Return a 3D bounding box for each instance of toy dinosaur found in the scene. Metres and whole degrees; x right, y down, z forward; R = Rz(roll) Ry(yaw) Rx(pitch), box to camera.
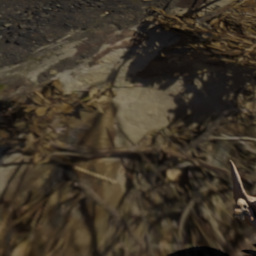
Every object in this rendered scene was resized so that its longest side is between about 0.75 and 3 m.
[{"bbox_3d":[2.928,1.824,5.568,2.645,1.793,1.135,36,88,23],"label":"toy dinosaur"}]
